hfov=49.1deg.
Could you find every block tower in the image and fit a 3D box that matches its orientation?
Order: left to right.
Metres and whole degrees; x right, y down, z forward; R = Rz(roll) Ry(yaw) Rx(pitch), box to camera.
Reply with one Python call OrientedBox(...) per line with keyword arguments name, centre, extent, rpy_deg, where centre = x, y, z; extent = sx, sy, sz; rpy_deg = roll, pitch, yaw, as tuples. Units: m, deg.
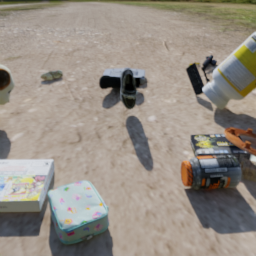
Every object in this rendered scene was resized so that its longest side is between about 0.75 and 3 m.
OrientedBox(name="block tower", centre=(3.265, 1.088, 6.451), extent=(1.305, 0.352, 0.377), rpy_deg=(14, 31, 24))

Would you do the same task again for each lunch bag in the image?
OrientedBox(name="lunch bag", centre=(-0.947, 1.594, 5.417), extent=(1.014, 0.487, 1.264), rpy_deg=(-11, 31, -24))

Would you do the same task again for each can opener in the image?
OrientedBox(name="can opener", centre=(4.040, -3.325, 14.160), extent=(0.604, 0.487, 1.536), rpy_deg=(20, 35, 28))

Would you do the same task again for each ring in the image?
OrientedBox(name="ring", centre=(3.480, 0.445, 7.099), extent=(2.119, 0.203, 2.119), rpy_deg=(16, 19, -6))

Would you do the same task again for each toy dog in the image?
OrientedBox(name="toy dog", centre=(-4.836, -1.261, 8.540), extent=(2.555, 2.477, 1.782), rpy_deg=(-9, 7, -22))

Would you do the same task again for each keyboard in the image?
OrientedBox(name="keyboard", centre=(2.720, -1.930, 10.843), extent=(0.129, 1.249, 0.794), rpy_deg=(-5, -19, -46))

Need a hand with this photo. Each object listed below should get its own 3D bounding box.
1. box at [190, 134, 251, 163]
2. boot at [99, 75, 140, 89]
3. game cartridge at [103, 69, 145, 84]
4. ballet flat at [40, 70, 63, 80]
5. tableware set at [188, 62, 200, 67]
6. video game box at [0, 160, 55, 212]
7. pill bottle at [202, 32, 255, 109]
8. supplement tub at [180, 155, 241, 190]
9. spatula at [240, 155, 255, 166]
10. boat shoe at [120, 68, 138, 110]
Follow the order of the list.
OrientedBox(name="box", centre=(2.381, 0.526, 7.403), extent=(1.322, 0.325, 1.066), rpy_deg=(-1, 28, 4))
OrientedBox(name="boot", centre=(-0.284, -1.787, 11.103), extent=(1.244, 0.562, 1.518), rpy_deg=(7, 11, 25))
OrientedBox(name="game cartridge", centre=(-0.170, -2.341, 12.579), extent=(1.859, 0.386, 1.238), rpy_deg=(2, 25, 4))
OrientedBox(name="ballet flat", centre=(-3.403, -2.360, 12.614), extent=(1.045, 0.395, 0.334), rpy_deg=(-24, 61, -30))
OrientedBox(name="tableware set", centre=(3.404, -3.239, 14.415), extent=(0.508, 0.116, 0.754), rpy_deg=(11, 32, 24))
OrientedBox(name="video game box", centre=(-2.543, 1.235, 6.184), extent=(1.559, 0.365, 1.420), rpy_deg=(0, 27, 0))
OrientedBox(name="pill bottle", centre=(3.766, -1.813, 9.369), extent=(1.398, 2.495, 1.398), rpy_deg=(33, 29, -22))
OrientedBox(name="supplement tub", centre=(1.812, 0.992, 6.243), extent=(1.181, 0.724, 0.724), rpy_deg=(-3, 29, -4))
OrientedBox(name="spatula", centre=(2.738, 0.787, 7.250), extent=(1.302, 0.105, 0.905), rpy_deg=(-17, 33, -27))
OrientedBox(name="boat shoe", centre=(0.051, -1.168, 9.046), extent=(0.556, 1.507, 0.515), rpy_deg=(-6, 37, -10))
